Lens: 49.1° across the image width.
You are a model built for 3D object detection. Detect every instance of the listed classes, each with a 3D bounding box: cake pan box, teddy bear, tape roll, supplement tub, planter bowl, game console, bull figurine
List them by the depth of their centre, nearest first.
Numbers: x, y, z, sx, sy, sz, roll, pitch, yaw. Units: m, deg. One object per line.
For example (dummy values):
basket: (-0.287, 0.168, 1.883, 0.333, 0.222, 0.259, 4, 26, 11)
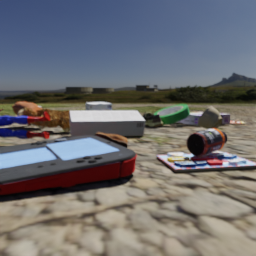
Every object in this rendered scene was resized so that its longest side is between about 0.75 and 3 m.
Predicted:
game console: (-1.367, 0.544, 5.246, 2.404, 0.422, 2.718, -3, 7, -26)
supplement tub: (1.672, 0.282, 5.812, 0.920, 0.492, 0.492, -9, 11, -38)
teddy bear: (-2.928, -0.275, 10.178, 2.252, 0.752, 1.633, 6, -8, -30)
planter bowl: (3.182, -0.288, 10.645, 0.891, 0.891, 0.600, -7, 37, -45)
bull figurine: (-3.884, -0.555, 11.783, 2.456, 0.800, 1.491, 26, 7, 38)
tape roll: (1.982, -0.615, 12.963, 1.689, 0.406, 1.689, -17, 14, 4)
cake pan box: (3.510, -0.443, 13.362, 1.866, 0.530, 2.026, -5, 8, -24)

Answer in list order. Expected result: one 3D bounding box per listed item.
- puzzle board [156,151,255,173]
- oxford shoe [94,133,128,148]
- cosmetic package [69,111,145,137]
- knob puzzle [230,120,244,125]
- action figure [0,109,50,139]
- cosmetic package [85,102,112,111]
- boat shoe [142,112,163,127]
puzzle board: (1.525, 0.638, 5.620, 1.650, 0.144, 1.244, -1, 7, -10)
oxford shoe: (-0.427, 0.280, 7.063, 0.870, 0.310, 0.310, 18, 39, -10)
cosmetic package: (-0.724, -0.143, 9.381, 2.402, 0.608, 0.991, -1, 26, -14)
knob puzzle: (5.004, -0.314, 13.670, 1.294, 0.179, 1.294, 0, 7, 0)
action figure: (-3.602, -0.032, 7.613, 2.774, 0.907, 0.717, -3, -10, 0)
cosmetic package: (-1.732, -0.978, 16.120, 1.333, 0.958, 2.362, -2, 8, -11)
boat shoe: (0.940, -0.412, 12.527, 0.675, 0.598, 1.845, -9, 10, -29)
